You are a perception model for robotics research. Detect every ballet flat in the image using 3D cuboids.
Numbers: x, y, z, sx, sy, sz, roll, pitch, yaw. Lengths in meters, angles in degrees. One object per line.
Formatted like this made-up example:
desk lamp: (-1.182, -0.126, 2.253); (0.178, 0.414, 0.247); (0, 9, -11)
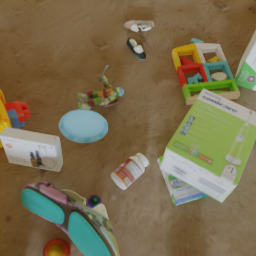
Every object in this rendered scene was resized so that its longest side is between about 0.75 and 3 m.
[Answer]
ballet flat: (0.269, -2.837, 9.929); (0.346, 0.348, 1.017); (-32, 66, -18)
ballet flat: (0.432, -3.794, 10.463); (1.153, 0.392, 0.388); (-7, 67, -2)
ballet flat: (-1.207, 2.032, 6.587); (2.946, 1.018, 1.048); (25, 25, 25)

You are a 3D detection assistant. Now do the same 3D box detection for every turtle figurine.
turtle figurine: (-0.917, -1.113, 8.432); (1.389, 1.433, 1.031); (-21, 83, 12)

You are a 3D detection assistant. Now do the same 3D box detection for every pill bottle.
pill bottle: (0.067, 1.141, 7.565); (0.991, 0.556, 0.556); (-40, 68, -20)

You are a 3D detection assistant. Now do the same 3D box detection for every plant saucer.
plant saucer: (-1.119, -0.066, 7.099); (1.215, 1.215, 0.166); (-2, 48, -1)

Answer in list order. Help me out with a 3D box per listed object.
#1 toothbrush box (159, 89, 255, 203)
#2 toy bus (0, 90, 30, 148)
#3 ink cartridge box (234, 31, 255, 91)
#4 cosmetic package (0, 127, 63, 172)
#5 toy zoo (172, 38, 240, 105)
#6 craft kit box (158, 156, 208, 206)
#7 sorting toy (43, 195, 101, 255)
toothbrush box: (2.206, 0.369, 7.360); (1.787, 1.057, 2.455); (27, 56, 15)
toy bus: (-4.019, -0.417, 8.042); (2.111, 1.492, 2.199); (-20, 59, -26)
ink cartridge box: (5.024, -1.913, 8.411); (2.879, 2.101, 1.210); (21, 61, 11)
cosmetic package: (-2.533, 0.592, 7.466); (1.463, 1.103, 0.378); (9, 43, 4)
toy zoo: (2.520, -2.028, 9.516); (1.726, 0.269, 2.630); (-8, 61, -4)
craft kit box: (1.677, 1.271, 7.627); (1.382, 0.335, 1.365); (-13, 63, -9)
sorting toy: (-1.296, 2.409, 6.735); (0.672, 0.667, 1.938); (36, 66, 7)
